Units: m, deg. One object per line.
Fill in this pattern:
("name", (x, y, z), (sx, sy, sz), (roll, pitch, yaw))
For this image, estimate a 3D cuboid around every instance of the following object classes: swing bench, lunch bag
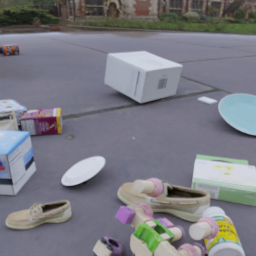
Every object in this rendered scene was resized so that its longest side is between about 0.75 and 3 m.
("swing bench", (-4.542, 0.031, 9.707), (1.320, 0.861, 1.327), (-10, 27, -23))
("lunch bag", (-4.901, -0.544, 11.127), (1.621, 0.764, 2.023), (-16, 28, -36))

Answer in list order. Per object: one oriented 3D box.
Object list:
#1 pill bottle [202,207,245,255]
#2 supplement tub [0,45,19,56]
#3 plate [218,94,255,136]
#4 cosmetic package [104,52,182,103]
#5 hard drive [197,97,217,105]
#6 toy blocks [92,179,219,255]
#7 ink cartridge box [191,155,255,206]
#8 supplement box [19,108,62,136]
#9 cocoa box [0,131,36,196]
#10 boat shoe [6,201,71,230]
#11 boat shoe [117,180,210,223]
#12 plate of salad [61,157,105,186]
("pill bottle", (1.772, 2.080, 5.415), (0.630, 0.630, 1.118), (2, 24, 3))
("supplement tub", (-10.813, -7.030, 25.344), (1.685, 0.901, 0.901), (-16, 29, -31))
("plate", (4.709, -0.484, 10.867), (2.442, 0.312, 2.442), (2, 45, -2))
("cosmetic package", (0.726, -2.664, 14.152), (2.710, 1.671, 2.719), (-17, 39, -41))
("hard drive", (3.851, -1.323, 13.624), (0.513, 0.104, 0.777), (-16, 28, -35))
("toy blocks", (0.615, 2.019, 5.212), (1.610, 1.723, 1.450), (33, 6, 33))
("ink cartridge box", (2.608, 1.161, 7.659), (1.575, 0.519, 2.165), (6, 27, 14))
("supplement box", (-3.192, -0.219, 10.398), (1.409, 0.727, 0.923), (-4, 25, -9))
("cocoa box", (-3.659, 0.847, 7.382), (1.912, 1.255, 1.275), (3, 24, 7))
("boat shoe", (-1.960, 1.855, 6.136), (1.381, 0.449, 0.498), (-5, 25, -10))
("boat shoe", (0.788, 1.545, 6.512), (2.161, 0.702, 0.779), (10, 26, 21))
("plate of salad", (-1.191, 1.201, 7.600), (1.290, 0.310, 1.290), (-21, 20, 8))
